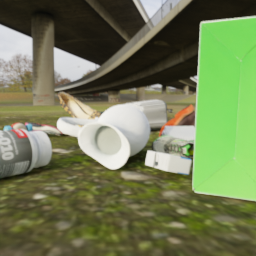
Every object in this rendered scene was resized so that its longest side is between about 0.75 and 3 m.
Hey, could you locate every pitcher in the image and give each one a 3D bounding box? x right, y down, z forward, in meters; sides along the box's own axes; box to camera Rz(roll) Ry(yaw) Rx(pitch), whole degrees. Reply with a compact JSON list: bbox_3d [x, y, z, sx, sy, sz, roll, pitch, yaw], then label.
[{"bbox_3d":[-0.550,0.048,7.667,2.097,1.482,2.445,25,18,12],"label":"pitcher"}]

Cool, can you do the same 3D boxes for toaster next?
[{"bbox_3d":[0.854,-0.666,15.514,1.887,1.660,2.922,-8,7,-33],"label":"toaster"}]

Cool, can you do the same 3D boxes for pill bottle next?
[{"bbox_3d":[-2.640,0.550,6.058,1.003,1.003,1.762,5,8,40],"label":"pill bottle"}]

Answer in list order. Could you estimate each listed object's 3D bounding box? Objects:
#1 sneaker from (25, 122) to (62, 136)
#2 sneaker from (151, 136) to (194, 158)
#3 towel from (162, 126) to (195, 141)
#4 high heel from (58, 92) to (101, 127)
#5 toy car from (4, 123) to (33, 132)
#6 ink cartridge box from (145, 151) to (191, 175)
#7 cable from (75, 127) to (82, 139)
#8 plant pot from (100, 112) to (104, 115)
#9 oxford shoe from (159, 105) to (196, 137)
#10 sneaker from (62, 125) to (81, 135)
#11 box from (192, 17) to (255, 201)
[{"bbox_3d":[-3.790,0.159,12.565,1.635,0.611,0.659,10,3,-15],"label":"sneaker"},{"bbox_3d":[1.446,0.543,8.026,1.544,0.602,0.658,1,3,5],"label":"sneaker"},{"bbox_3d":[1.739,0.376,9.125,1.114,0.576,1.345,0,17,-4],"label":"towel"},{"bbox_3d":[-1.993,-0.762,11.257,0.869,1.736,2.435,-48,23,-16],"label":"high heel"},{"bbox_3d":[-3.201,0.190,7.821,0.799,0.707,0.737,9,12,38],"label":"toy car"},{"bbox_3d":[0.866,0.759,6.187,0.611,0.356,0.845,14,-4,-28],"label":"ink cartridge box"},{"bbox_3d":[-1.121,0.143,12.007,1.956,0.609,2.397,-2,0,39],"label":"cable"},{"bbox_3d":[-1.169,-0.233,12.450,0.869,0.869,0.582,-4,-10,-39],"label":"plant pot"},{"bbox_3d":[2.194,-0.043,11.394,0.954,0.972,2.680,-29,5,46],"label":"oxford shoe"},{"bbox_3d":[-2.203,-0.179,13.453,2.315,1.043,0.867,0,5,-5],"label":"sneaker"},{"bbox_3d":[2.269,-0.379,5.632,1.422,2.941,2.595,4,6,26],"label":"box"}]
